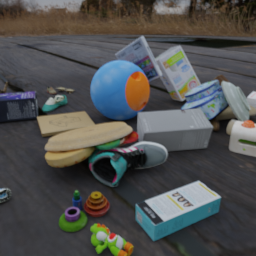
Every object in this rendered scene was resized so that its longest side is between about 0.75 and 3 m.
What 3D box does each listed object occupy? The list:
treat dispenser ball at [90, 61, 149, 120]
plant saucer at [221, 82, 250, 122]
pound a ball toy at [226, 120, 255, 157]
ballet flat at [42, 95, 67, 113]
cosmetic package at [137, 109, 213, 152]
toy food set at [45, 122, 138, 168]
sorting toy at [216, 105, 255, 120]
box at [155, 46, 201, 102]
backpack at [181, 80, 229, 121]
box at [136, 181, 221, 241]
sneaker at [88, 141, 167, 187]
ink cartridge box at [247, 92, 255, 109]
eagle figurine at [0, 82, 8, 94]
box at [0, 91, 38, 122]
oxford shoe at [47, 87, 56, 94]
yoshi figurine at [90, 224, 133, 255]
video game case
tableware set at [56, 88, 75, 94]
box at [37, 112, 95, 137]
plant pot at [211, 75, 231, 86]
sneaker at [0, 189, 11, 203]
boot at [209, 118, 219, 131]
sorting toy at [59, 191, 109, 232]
[{"bbox_3d":[-0.341,-1.575,11.907,2.505,2.505,2.505,0,24,0],"label":"treat dispenser ball"},{"bbox_3d":[4.328,-1.044,10.979,0.488,1.945,1.945,-28,10,29],"label":"plant saucer"},{"bbox_3d":[4.544,0.214,9.583,2.459,1.045,1.604,14,27,27],"label":"pound a ball toy"},{"bbox_3d":[-3.550,-1.228,13.433,0.533,0.558,1.584,15,28,26],"label":"ballet flat"},{"bbox_3d":[1.517,0.087,9.682,2.329,1.050,1.244,-3,38,-10],"label":"cosmetic package"},{"bbox_3d":[-1.163,0.407,8.815,2.842,0.698,2.871,-13,8,-13],"label":"toy food set"},{"bbox_3d":[3.988,-0.847,12.875,2.964,0.397,2.208,-8,25,-2],"label":"sorting toy"},{"bbox_3d":[2.394,-2.662,13.904,1.330,2.364,1.198,-34,16,-5],"label":"box"},{"bbox_3d":[3.036,-1.026,11.330,1.790,1.316,1.638,-38,13,-32],"label":"backpack"},{"bbox_3d":[1.177,1.877,6.523,1.906,0.468,0.784,-13,27,-26],"label":"box"},{"bbox_3d":[-0.057,0.986,7.858,2.337,0.977,1.411,-5,18,7],"label":"sneaker"},{"bbox_3d":[6.434,-1.111,13.009,1.644,0.681,1.205,16,28,32],"label":"ink cartridge box"},{"bbox_3d":[-6.865,-1.649,13.393,2.006,1.522,1.514,15,-12,-7],"label":"eagle figurine"},{"bbox_3d":[-4.920,-0.941,12.246,1.812,0.945,1.341,-7,21,-16],"label":"box"},{"bbox_3d":[-4.310,-2.094,15.688,0.844,0.316,0.297,22,32,40],"label":"oxford shoe"},{"bbox_3d":[-0.396,2.346,5.678,0.934,0.525,0.523,29,75,24],"label":"yoshi figurine"},{"bbox_3d":[0.428,-2.833,12.484,0.230,1.822,2.000,-35,12,-36],"label":"video game case"},{"bbox_3d":[-3.573,-2.114,15.915,0.949,0.190,0.627,13,15,14],"label":"tableware set"},{"bbox_3d":[-2.569,-0.197,11.487,2.086,0.222,1.705,-8,25,-21],"label":"box"},{"bbox_3d":[4.416,-1.638,12.841,1.118,1.118,1.196,-19,53,-36],"label":"plant pot"},{"bbox_3d":[-3.447,1.808,6.967,0.438,0.381,0.973,-2,12,45],"label":"sneaker"},{"bbox_3d":[3.315,-0.266,11.350,0.479,0.467,1.269,3,23,4],"label":"boot"},{"bbox_3d":[-1.059,1.834,6.556,1.275,0.523,0.766,-20,31,-36],"label":"sorting toy"}]
